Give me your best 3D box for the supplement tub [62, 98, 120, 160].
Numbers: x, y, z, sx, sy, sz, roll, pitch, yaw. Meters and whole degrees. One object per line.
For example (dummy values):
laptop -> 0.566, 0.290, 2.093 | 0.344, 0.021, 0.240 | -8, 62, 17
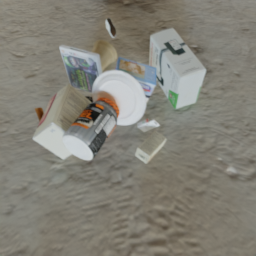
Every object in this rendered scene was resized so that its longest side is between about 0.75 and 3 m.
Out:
supplement tub -> -1.163, -0.022, 9.370 | 1.229, 1.229, 2.005 | 19, 53, 19

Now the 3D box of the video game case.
video game case -> -1.962, -2.465, 12.314 | 1.962, 2.159, 0.252 | 20, 53, 24

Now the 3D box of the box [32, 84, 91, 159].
box -> -2.335, -0.253, 10.548 | 1.256, 1.474, 2.305 | -31, 33, 31

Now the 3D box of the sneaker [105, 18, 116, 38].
sneaker -> -0.785, -4.445, 12.600 | 0.323, 0.375, 0.886 | -17, 88, -24

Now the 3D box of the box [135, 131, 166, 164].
box -> 0.849, 0.702, 10.443 | 0.579, 0.474, 1.218 | 36, 49, 18

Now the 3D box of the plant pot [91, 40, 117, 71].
plant pot -> -1.478, -3.578, 14.532 | 1.410, 1.410, 1.291 | 19, 59, 19

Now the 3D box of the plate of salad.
plate of salad -> -0.321, -1.073, 10.090 | 2.113, 2.113, 0.507 | 16, 32, 16

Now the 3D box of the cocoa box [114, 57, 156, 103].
cocoa box -> 0.201, -1.839, 10.778 | 1.575, 1.034, 1.050 | 14, 52, -10

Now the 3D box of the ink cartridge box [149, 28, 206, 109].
ink cartridge box -> 1.995, -2.593, 12.222 | 1.175, 2.074, 2.829 | -19, 57, -10

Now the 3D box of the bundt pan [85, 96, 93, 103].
bundt pan -> -1.626, -1.063, 11.941 | 0.836, 0.314, 0.836 | 23, 32, -15

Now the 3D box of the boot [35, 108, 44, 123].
boot -> -3.287, -0.264, 10.957 | 0.361, 0.992, 1.054 | -23, 86, 10

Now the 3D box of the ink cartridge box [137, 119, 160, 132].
ink cartridge box -> 0.806, -0.137, 11.065 | 0.807, 0.440, 0.203 | -24, 44, 33
